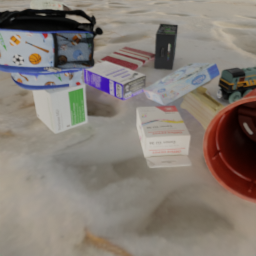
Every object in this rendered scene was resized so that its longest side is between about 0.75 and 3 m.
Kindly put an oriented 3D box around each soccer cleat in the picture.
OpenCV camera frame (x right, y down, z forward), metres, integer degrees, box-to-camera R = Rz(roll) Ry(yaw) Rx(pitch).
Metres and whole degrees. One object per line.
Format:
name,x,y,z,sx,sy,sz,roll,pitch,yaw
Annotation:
soccer cleat,-2.850,-4.548,10.546,0.679,0.607,1.751,13,19,33

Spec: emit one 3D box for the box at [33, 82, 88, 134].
box,-2.435,-0.969,9.978,1.369,1.591,1.598,-22,39,-32

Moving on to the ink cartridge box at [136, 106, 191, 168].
ink cartridge box,1.104,0.196,8.937,1.391,0.806,2.388,-4,33,-6

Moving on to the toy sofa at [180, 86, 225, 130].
toy sofa,2.942,-0.747,10.494,0.876,1.033,2.116,11,25,-29

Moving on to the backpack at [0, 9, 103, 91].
backpack,-2.549,-2.309,7.933,2.748,2.223,2.885,-4,23,-32

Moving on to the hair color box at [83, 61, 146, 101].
hair color box,-0.636,-2.162,12.525,2.601,0.843,1.422,27,41,37

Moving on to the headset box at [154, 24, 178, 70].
headset box,2.000,-4.263,14.774,1.003,1.882,2.162,6,35,9

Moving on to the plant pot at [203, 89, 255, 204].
plant pot,3.787,0.138,7.568,2.793,2.793,2.716,18,29,25

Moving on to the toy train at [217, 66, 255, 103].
toy train,4.787,-1.834,11.516,2.401,1.368,1.023,-11,36,-15

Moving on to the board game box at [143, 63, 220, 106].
board game box,1.928,-1.745,10.787,2.303,0.502,2.314,-29,17,-3

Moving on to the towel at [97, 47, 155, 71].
towel,-0.081,-3.741,15.425,2.077,0.328,2.883,22,41,26
